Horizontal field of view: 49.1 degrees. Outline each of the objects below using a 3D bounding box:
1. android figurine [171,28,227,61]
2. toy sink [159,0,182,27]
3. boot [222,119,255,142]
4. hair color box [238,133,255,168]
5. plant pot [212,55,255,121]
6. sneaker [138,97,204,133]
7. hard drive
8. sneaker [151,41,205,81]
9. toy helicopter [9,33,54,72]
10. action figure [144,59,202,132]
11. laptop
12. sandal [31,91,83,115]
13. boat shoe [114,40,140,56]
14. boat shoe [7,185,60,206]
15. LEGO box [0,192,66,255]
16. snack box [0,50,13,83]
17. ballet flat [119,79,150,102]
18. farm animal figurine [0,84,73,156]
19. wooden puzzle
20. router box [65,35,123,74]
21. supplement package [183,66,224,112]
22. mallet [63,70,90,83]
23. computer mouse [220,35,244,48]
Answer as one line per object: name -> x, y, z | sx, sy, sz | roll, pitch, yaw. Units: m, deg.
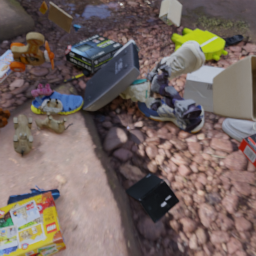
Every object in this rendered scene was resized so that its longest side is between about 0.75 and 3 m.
android figurine -> 3.745, -4.337, 14.633 | 2.663, 0.601, 2.926 | -35, 55, -28
toy sink -> 1.666, -4.526, 11.157 | 0.576, 0.670, 1.028 | -8, 69, 48
boot -> 4.968, -0.009, 10.104 | 2.895, 1.384, 1.065 | 22, 51, 19
hair color box -> 3.371, 0.368, 6.505 | 1.371, 0.420, 0.696 | -20, 54, -17
plant pot -> 3.112, -0.904, 7.395 | 1.544, 1.542, 1.367 | 0, -2, -32
sneaker -> 1.673, -0.840, 10.999 | 2.765, 1.219, 1.041 | 19, 52, 19
hard drive -> -0.672, -1.974, 11.354 | 2.893, 0.612, 1.951 | -35, 38, 30
sneaker -> 1.616, -2.119, 9.754 | 1.106, 2.728, 1.025 | -33, 95, -21
toy helicopter -> -3.336, -2.725, 10.063 | 1.611, 2.436, 0.961 | 5, 79, -25
action figure -> 1.074, -0.912, 7.591 | 0.780, 1.463, 2.249 | -23, 52, -19
laptop -> 0.764, 2.196, 8.978 | 1.135, 0.661, 1.280 | -32, 81, -26
sandal -> -2.932, -1.089, 11.430 | 2.150, 0.936, 0.854 | -4, 45, -6
boat shoe -> -0.196, -3.324, 13.531 | 0.822, 0.835, 2.317 | 40, 69, -4
boat shoe -> -2.949, 2.087, 8.665 | 1.618, 0.681, 0.555 | -10, 53, -12
LEGO box -> -2.958, 2.913, 7.811 | 2.067, 0.797, 1.539 | -17, 50, -15
snack box -> -6.045, -2.897, 13.495 | 0.919, 0.311, 2.557 | 13, 49, 11
ballet flat -> -0.001, -1.582, 11.701 | 1.049, 1.049, 2.924 | -22, 22, -19
farm animal figurine -> -3.529, -0.269, 10.553 | 2.497, 1.255, 2.016 | -37, 80, -33
wooden puzzle -> -2.507, -4.083, 10.350 | 1.661, 1.120, 0.194 | 38, 69, -12
router box -> -1.630, -3.700, 13.774 | 1.767, 0.733, 2.358 | 29, 47, 24
supplement package -> 3.308, -1.573, 11.447 | 1.951, 1.520, 1.082 | 10, 48, 10
mallet -> -2.442, -2.416, 13.122 | 1.302, 0.268, 0.429 | -20, 50, -14
computer mouse -> 5.627, -4.692, 15.187 | 1.252, 0.330, 0.867 | -17, 49, -1
